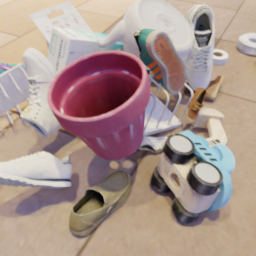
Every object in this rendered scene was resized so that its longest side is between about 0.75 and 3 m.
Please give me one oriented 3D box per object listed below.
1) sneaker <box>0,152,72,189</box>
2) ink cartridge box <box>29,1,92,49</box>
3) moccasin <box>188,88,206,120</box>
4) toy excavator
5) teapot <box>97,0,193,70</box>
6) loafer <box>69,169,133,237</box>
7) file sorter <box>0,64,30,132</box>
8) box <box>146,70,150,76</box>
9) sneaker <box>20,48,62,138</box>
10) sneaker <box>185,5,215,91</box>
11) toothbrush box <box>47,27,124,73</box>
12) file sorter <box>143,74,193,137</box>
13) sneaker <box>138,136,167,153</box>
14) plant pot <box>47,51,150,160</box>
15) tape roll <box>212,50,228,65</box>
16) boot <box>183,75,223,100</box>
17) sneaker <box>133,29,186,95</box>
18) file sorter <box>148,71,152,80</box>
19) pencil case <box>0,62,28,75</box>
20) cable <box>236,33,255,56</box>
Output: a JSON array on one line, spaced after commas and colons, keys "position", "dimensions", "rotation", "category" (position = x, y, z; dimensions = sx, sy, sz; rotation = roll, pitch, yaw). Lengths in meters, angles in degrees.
[{"position": [-2.254, 0.946, 6.489], "dimensions": [2.045, 0.781, 0.823], "rotation": [16, 69, -42], "category": "sneaker"}, {"position": [-2.221, -3.327, 10.787], "dimensions": [2.679, 0.764, 2.178], "rotation": [49, 49, -4], "category": "ink cartridge box"}, {"position": [2.036, -0.693, 8.155], "dimensions": [0.351, 0.960, 0.371], "rotation": [20, 8, -28], "category": "moccasin"}, {"position": [1.997, 0.689, 7.381], "dimensions": [2.941, 1.469, 2.859], "rotation": [-10, 44, -29], "category": "toy excavator"}, {"position": [0.679, -2.441, 8.009], "dimensions": [2.203, 1.609, 2.175], "rotation": [45, 51, 0], "category": "teapot"}, {"position": [-0.586, 1.656, 6.651], "dimensions": [0.769, 0.682, 2.022], "rotation": [25, 49, 24], "category": "loafer"}, {"position": [-3.597, -0.887, 8.623], "dimensions": [1.705, 1.183, 1.062], "rotation": [-35, 51, -12], "category": "file sorter"}, {"position": [0.497, -1.503, 9.006], "dimensions": [0.239, 1.037, 0.825], "rotation": [16, 30, 4], "category": "box"}, {"position": [-2.358, -0.813, 7.343], "dimensions": [0.836, 2.269, 1.311], "rotation": [4, 39, 44], "category": "sneaker"}, {"position": [2.274, -2.438, 8.980], "dimensions": [1.063, 2.781, 1.120], "rotation": [-6, 25, 4], "category": "sneaker"}, {"position": [-1.293, -2.087, 9.144], "dimensions": [2.519, 1.844, 1.074], "rotation": [-13, 41, -45], "category": "toothbrush box"}, {"position": [0.610, -0.787, 8.326], "dimensions": [2.123, 1.322, 1.473], "rotation": [-14, 50, -35], "category": "file sorter"}, {"position": [0.870, 0.526, 8.106], "dimensions": [1.193, 0.436, 0.422], "rotation": [1, 52, 14], "category": "sneaker"}, {"position": [-0.470, -0.343, 6.419], "dimensions": [2.153, 1.927, 2.153], "rotation": [-8, 48, 9], "category": "plant pot"}, {"position": [3.776, -2.992, 11.873], "dimensions": [0.847, 0.296, 0.847], "rotation": [0, 43, 0], "category": "tape roll"}, {"position": [2.768, -1.614, 10.243], "dimensions": [1.184, 0.515, 1.424], "rotation": [21, 51, 18], "category": "boot"}, {"position": [0.773, -1.577, 6.627], "dimensions": [0.705, 1.975, 0.789], "rotation": [-46, 49, -7], "category": "sneaker"}, {"position": [0.195, -2.101, 10.547], "dimensions": [0.912, 0.818, 1.314], "rotation": [26, 49, 26], "category": "file sorter"}, {"position": [-3.913, -2.050, 10.472], "dimensions": [1.762, 0.814, 0.750], "rotation": [1, 74, -1], "category": "pencil case"}, {"position": [5.623, -3.734, 12.516], "dimensions": [1.416, 0.490, 1.416], "rotation": [2, 43, 2], "category": "cable"}]
